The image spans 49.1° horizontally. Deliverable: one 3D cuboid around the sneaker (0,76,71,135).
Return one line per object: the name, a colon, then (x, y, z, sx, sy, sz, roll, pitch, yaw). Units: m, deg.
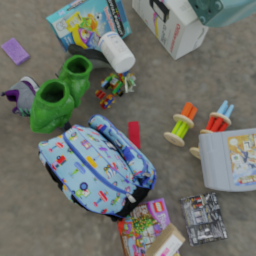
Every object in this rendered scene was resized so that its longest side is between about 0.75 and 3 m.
sneaker: (-3.008, -0.477, 9.243, 1.189, 1.011, 2.717, -37, 68, -23)

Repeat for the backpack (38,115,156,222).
backpack: (-0.795, 0.970, 7.494, 2.005, 2.980, 2.720, -44, 64, 1)

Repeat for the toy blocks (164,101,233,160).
toy blocks: (2.429, -0.197, 9.329, 1.753, 0.764, 2.103, 30, 76, 8)

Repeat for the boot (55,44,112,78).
boot: (-1.507, -2.107, 9.866, 1.311, 2.007, 0.679, -57, 49, 27)

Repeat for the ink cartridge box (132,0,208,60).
ink cartridge box: (1.434, -4.209, 9.831, 1.206, 2.122, 2.912, -32, 76, -9)

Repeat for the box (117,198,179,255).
box: (0.597, 3.425, 8.347, 1.567, 0.448, 2.291, -14, 71, -5)

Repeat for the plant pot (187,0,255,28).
plant pot: (2.741, -3.914, 7.728, 1.959, 1.918, 1.923, -33, 93, -13)

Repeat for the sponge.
sponge: (-4.210, -2.844, 10.453, 0.568, 0.152, 1.019, -40, 77, -10)

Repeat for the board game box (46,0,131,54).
board game box: (-1.252, -3.525, 9.699, 2.503, 1.890, 0.587, -36, 51, -9)

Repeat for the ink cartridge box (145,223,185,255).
ink cartridge box: (0.977, 3.177, 7.538, 0.412, 0.903, 1.096, 42, 86, 4)

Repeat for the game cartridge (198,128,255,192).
game cartridge: (3.617, 0.979, 8.691, 2.819, 0.585, 1.877, -6, 80, -16)

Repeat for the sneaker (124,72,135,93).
sneaker: (0.083, -1.540, 9.477, 0.364, 0.821, 0.316, 8, 46, 6)

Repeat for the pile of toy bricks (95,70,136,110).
pile of toy bricks: (-0.612, -1.524, 9.772, 1.636, 0.908, 0.808, -49, 51, -7)

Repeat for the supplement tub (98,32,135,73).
supplement tub: (-0.388, -2.488, 9.230, 0.780, 0.780, 1.182, -29, 71, -8)

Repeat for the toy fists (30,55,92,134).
toy fists: (-1.936, -0.933, 8.401, 0.982, 1.456, 2.856, 30, 44, -6)

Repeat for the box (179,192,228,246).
box: (2.308, 2.791, 8.631, 1.119, 0.353, 1.420, -12, 73, -4)

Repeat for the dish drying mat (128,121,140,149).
dish drying mat: (0.203, 0.257, 9.546, 0.371, 0.088, 0.965, -4, 74, 3)
